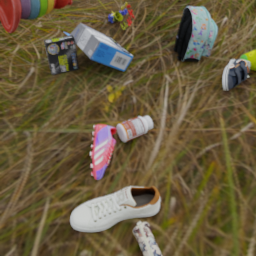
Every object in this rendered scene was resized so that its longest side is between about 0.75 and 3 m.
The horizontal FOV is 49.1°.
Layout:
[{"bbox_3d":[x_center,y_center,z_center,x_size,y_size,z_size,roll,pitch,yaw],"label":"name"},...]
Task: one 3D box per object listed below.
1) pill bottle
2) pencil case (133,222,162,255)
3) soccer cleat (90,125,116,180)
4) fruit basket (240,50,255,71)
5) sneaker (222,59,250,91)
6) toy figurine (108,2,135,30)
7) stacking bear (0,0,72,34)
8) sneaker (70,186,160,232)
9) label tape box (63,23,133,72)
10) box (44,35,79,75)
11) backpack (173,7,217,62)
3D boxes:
[{"bbox_3d":[0.219,-0.001,8.706,1.051,0.590,0.590,-21,49,-21],"label":"pill bottle"},{"bbox_3d":[0.456,2.628,6.176,0.421,0.484,1.082,-17,47,-12],"label":"pencil case"},{"bbox_3d":[-0.700,0.629,8.082,0.747,0.651,1.953,1,42,-5],"label":"soccer cleat"},{"bbox_3d":[5.414,-2.737,11.060,1.806,1.302,1.806,11,50,-14],"label":"fruit basket"},{"bbox_3d":[4.098,-2.066,10.547,0.767,0.758,1.933,5,41,33],"label":"sneaker"},{"bbox_3d":[-0.554,-5.500,14.251,1.135,1.000,1.895,-9,35,32],"label":"toy figurine"},{"bbox_3d":[-2.126,-3.042,6.509,1.783,1.014,1.083,-34,95,-40],"label":"stacking bear"},{"bbox_3d":[-0.321,1.797,6.689,2.230,0.944,0.812,-13,48,-10],"label":"sneaker"},{"bbox_3d":[-1.237,-3.411,11.335,1.809,0.794,2.508,9,31,-47],"label":"label tape box"},{"bbox_3d":[-2.574,-2.820,10.929,1.121,1.399,0.310,-16,47,-17],"label":"box"},{"bbox_3d":[2.773,-3.920,11.582,1.508,2.004,1.779,-4,44,-3],"label":"backpack"}]
